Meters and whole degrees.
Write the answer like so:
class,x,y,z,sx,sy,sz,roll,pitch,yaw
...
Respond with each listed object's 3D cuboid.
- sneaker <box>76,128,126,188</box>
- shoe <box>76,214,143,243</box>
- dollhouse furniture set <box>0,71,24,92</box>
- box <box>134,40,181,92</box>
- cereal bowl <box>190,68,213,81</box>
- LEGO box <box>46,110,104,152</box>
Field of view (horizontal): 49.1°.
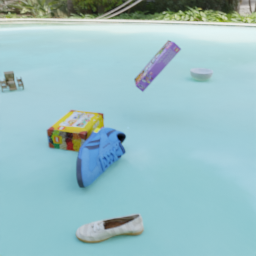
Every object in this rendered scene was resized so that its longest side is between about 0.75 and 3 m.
class,x,y,z,sx,sy,sz,roll,pitch,yaw
sneaker,-0.700,0.740,8.178,1.085,0.912,2.767,2,25,11
shoe,-0.389,2.094,5.979,1.455,0.388,0.509,-5,26,-10
dollhouse furniture set,-6.333,-2.357,15.194,1.114,0.844,1.271,-12,50,-24
box,1.060,-2.400,10.726,0.407,2.081,1.424,39,15,-14
cereal bowl,4.363,-3.160,16.768,1.350,0.562,1.350,1,25,0
LEGO box,-1.780,0.060,9.857,1.362,0.706,1.829,7,26,14
